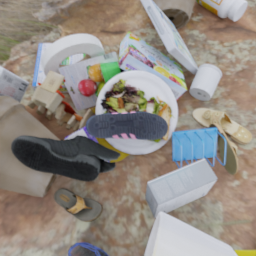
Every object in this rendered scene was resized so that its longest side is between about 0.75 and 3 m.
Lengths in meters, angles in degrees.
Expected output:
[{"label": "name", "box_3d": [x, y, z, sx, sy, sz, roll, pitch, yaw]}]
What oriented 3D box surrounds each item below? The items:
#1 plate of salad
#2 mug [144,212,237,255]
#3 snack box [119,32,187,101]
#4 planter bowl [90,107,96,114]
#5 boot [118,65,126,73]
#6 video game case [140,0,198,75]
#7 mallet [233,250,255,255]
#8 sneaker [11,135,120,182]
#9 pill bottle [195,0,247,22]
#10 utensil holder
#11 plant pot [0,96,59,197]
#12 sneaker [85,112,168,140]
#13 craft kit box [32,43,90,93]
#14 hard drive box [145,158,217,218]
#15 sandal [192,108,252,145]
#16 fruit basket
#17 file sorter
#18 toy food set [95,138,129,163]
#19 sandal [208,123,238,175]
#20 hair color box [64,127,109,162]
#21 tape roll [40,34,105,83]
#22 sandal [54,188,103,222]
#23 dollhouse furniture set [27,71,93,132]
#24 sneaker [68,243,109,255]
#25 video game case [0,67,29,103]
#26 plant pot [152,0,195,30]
[{"label": "plate of salad", "box_3d": [0.360, -0.532, 9.432, 2.887, 0.693, 2.887, 0, 89, -11]}, {"label": "mug", "box_3d": [1.509, 3.867, 7.144, 2.286, 2.230, 2.784, 17, 83, 5]}, {"label": "snack box", "box_3d": [0.923, -2.328, 10.586, 2.608, 0.691, 1.855, 27, 36, -22]}, {"label": "planter bowl", "box_3d": [-0.658, -0.652, 10.422, 1.474, 1.474, 0.614, -19, 96, -11]}, {"label": "boot", "box_3d": [-0.489, -2.403, 11.463, 0.578, 0.718, 1.589, -40, 56, -12]}, {"label": "video game case", "box_3d": [1.682, -3.584, 10.947, 0.324, 2.941, 2.681, -32, 70, 23]}, {"label": "mallet", "box_3d": [3.200, 3.781, 8.083, 2.776, 0.571, 0.914, -8, 62, 1]}, {"label": "sneaker", "box_3d": [-1.674, 0.721, 8.042, 2.901, 0.871, 1.513, 20, 22, -5]}, {"label": "pill bottle", "box_3d": [4.479, -6.149, 13.488, 1.292, 1.292, 2.326, -36, 65, -19]}, {"label": "utensil holder", "box_3d": [3.017, -1.767, 11.004, 0.954, 0.954, 1.122, 24, 74, 14]}, {"label": "plant pot", "box_3d": [-3.344, 0.854, 8.723, 2.510, 2.893, 2.893, 29, 62, -4]}, {"label": "sneaker", "box_3d": [-0.060, -0.081, 8.808, 2.575, 1.056, 0.903, 4, 89, -17]}, {"label": "craft kit box", "box_3d": [-2.633, -2.586, 11.818, 2.422, 0.595, 2.452, -3, 59, 1]}, {"label": "hard drive box", "box_3d": [1.555, 1.882, 8.581, 1.923, 1.499, 0.739, -20, 61, -12]}, {"label": "sandal", "box_3d": [3.518, -0.276, 10.289, 2.330, 0.766, 0.854, 33, 65, 18]}, {"label": "fruit basket", "box_3d": [-1.227, -1.704, 10.374, 2.109, 1.954, 0.989, -13, 40, 6]}, {"label": "file sorter", "box_3d": [2.330, 0.724, 9.300, 1.557, 1.081, 0.956, -5, 21, -4]}, {"label": "toy food set", "box_3d": [-0.216, 0.167, 10.080, 2.569, 0.839, 1.511, -34, 94, -14]}, {"label": "sandal", "box_3d": [3.531, 0.655, 9.798, 0.632, 0.705, 1.922, -9, 64, -26]}, {"label": "hair color box", "box_3d": [-1.331, 0.758, 9.177, 0.797, 0.473, 1.459, -28, 95, 22]}, {"label": "tape roll", "box_3d": [-1.965, -2.446, 10.093, 2.330, 2.330, 0.426, -22, 75, -12]}, {"label": "sandal", "box_3d": [-1.599, 2.287, 8.543, 1.759, 0.480, 0.719, 23, 69, 26]}, {"label": "dollhouse furniture set", "box_3d": [-2.316, -0.861, 9.765, 2.247, 2.223, 1.158, 23, 76, 16]}, {"label": "sneaker", "box_3d": [-0.523, 4.191, 7.392, 2.968, 1.164, 1.118, 40, 66, 21]}, {"label": "video game case", "box_3d": [-4.211, -0.753, 9.232, 0.288, 2.431, 2.213, 26, 88, -1]}, {"label": "plant pot", "box_3d": [1.972, -5.993, 12.809, 2.848, 2.848, 2.472, 1, 75, 1]}]
